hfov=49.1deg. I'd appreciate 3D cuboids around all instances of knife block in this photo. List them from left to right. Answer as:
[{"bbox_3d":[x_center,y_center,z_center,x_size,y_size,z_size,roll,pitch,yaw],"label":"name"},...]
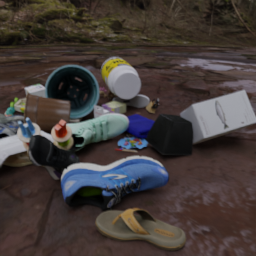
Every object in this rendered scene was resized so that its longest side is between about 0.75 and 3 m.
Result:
[{"bbox_3d":[1.254,-1.188,14.181,0.294,0.806,0.918,11,18,-19],"label":"knife block"}]

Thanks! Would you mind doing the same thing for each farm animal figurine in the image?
[{"bbox_3d":[-1.111,-2.042,16.624,1.353,0.705,1.338,9,11,39],"label":"farm animal figurine"}]

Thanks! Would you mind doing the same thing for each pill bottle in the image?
[{"bbox_3d":[-0.396,-2.618,14.726,1.654,1.654,2.894,-6,27,-14],"label":"pill bottle"}]

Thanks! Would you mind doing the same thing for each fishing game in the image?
[{"bbox_3d":[0.191,0.527,10.681,1.195,0.259,1.668,6,19,18],"label":"fishing game"}]

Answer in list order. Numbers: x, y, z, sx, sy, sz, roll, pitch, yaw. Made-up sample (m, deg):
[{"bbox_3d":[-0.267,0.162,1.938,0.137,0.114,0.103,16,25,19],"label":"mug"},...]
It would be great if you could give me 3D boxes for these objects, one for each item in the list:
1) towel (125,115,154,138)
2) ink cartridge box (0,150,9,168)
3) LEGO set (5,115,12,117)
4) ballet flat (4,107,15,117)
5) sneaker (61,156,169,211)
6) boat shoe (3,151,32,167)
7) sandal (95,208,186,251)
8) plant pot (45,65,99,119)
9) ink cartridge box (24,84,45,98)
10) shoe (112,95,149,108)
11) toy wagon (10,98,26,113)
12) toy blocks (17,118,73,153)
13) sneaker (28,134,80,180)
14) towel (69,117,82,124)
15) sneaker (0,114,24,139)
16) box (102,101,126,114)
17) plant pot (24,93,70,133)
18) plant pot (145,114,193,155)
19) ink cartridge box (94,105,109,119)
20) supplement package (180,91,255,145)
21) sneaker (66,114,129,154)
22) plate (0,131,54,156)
[{"bbox_3d":[0.413,-0.039,11.815,1.469,0.493,1.989,-12,23,-31],"label":"towel"},{"bbox_3d":[-4.229,0.853,7.656,1.419,1.039,0.609,34,2,-15],"label":"ink cartridge box"},{"bbox_3d":[-5.699,-0.485,12.271,1.718,0.639,0.790,9,46,-51],"label":"LEGO set"},{"bbox_3d":[-5.854,-0.709,13.768,0.386,0.369,1.096,-26,24,0],"label":"ballet flat"},{"bbox_3d":[-0.309,1.585,7.347,2.872,1.128,1.280,-8,34,-4],"label":"sneaker"},{"bbox_3d":[-3.284,0.792,9.411,2.330,0.752,0.830,0,22,-1],"label":"boat shoe"},{"bbox_3d":[0.275,2.158,6.305,2.057,0.555,0.826,8,23,18],"label":"sandal"},{"bbox_3d":[-2.717,-1.753,13.697,2.407,2.407,2.357,-4,8,-11],"label":"plant pot"},{"bbox_3d":[-5.039,-1.937,15.372,0.897,0.540,1.234,-22,31,-25],"label":"ink cartridge box"},{"bbox_3d":[0.195,-1.582,15.314,1.999,0.714,0.909,0,26,10],"label":"shoe"},{"bbox_3d":[-5.149,-1.164,14.650,1.813,0.462,2.336,-2,23,-5],"label":"toy wagon"},{"bbox_3d":[-2.399,0.172,8.212,1.479,1.774,0.644,-18,64,-14],"label":"toy blocks"},{"bbox_3d":[-1.880,0.778,7.723,0.966,2.205,0.835,-3,62,10],"label":"sneaker"},{"bbox_3d":[-2.581,-0.406,13.136,0.767,0.200,1.158,3,22,3],"label":"towel"},{"bbox_3d":[-4.800,0.105,11.003,0.965,1.067,2.505,-15,-4,14],"label":"sneaker"},{"bbox_3d":[-0.707,-0.968,14.158,0.825,0.453,0.937,16,26,35],"label":"box"},{"bbox_3d":[-3.290,-0.493,11.592,1.734,1.751,1.751,4,21,-14],"label":"plant pot"},{"bbox_3d":[1.569,0.180,10.069,1.296,1.152,1.299,4,17,-28],"label":"plant pot"},{"bbox_3d":[-1.126,-0.441,12.019,0.627,1.080,0.367,18,28,37],"label":"ink cartridge box"},{"bbox_3d":[3.333,-0.363,10.480,2.243,1.311,1.315,-16,-9,-13],"label":"supplement package"},{"bbox_3d":[-1.209,0.263,10.340,2.780,1.023,1.640,-12,19,-7],"label":"sneaker"},{"bbox_3d":[-3.804,0.497,9.764,2.225,0.360,2.230,-18,13,-26],"label":"plate"}]
